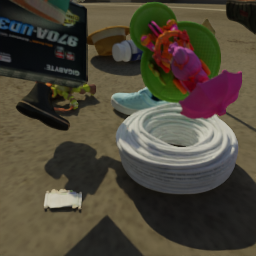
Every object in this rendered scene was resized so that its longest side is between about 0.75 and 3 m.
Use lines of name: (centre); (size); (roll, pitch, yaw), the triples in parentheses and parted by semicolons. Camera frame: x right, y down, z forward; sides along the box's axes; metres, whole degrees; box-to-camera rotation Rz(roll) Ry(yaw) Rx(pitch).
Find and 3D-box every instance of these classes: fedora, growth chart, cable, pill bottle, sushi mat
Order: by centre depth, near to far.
growth chart: (-1.270, 1.393, 5.491); (0.762, 0.068, 0.551); (0, 28, 0)
cable: (1.071, 0.365, 6.467); (2.719, 0.941, 2.718); (-8, 31, -14)
sushi mat: (2.530, -3.139, 9.804); (0.079, 1.308, 0.626); (-14, 73, -26)
pill bottle: (0.148, -3.880, 14.043); (1.749, 1.012, 1.012); (-17, 33, -28)
fedora: (-0.947, -4.466, 14.674); (2.564, 1.046, 2.564); (-13, 2, 1)

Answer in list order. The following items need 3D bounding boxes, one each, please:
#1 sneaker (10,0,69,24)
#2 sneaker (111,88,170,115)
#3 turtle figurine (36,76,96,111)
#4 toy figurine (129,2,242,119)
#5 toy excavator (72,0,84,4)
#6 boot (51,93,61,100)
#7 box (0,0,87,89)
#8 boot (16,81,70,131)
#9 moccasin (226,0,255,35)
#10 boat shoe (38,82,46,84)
sneaker: (-1.677, -2.476, 4.592); (0.735, 0.822, 2.058); (20, 5, 20)
sneaker: (0.536, -0.901, 8.648); (2.500, 1.024, 0.924); (18, 33, 29)
turtle figurine: (-2.144, -1.436, 9.735); (1.793, 0.716, 2.224); (-21, 45, -38)
toy figurine: (0.910, -0.945, 4.254); (1.500, 1.999, 1.840); (-38, 24, 11)
toy excavator: (-2.126, -3.397, 8.665); (1.802, 0.926, 1.853); (-34, 29, 31)
boot: (-2.605, -1.150, 9.840); (0.703, 0.306, 0.845); (-8, 27, -12)
box: (-2.015, -1.931, 5.818); (2.324, 1.847, 0.535); (6, -14, -32)
boot: (-1.185, -0.358, 4.283); (0.829, 0.321, 0.573); (27, 60, -5)
moccasin: (2.902, -2.471, 6.061); (0.808, 0.765, 2.093); (-15, 27, 1)
boat shoe: (-3.181, -2.180, 11.446); (0.592, 0.593, 1.685); (23, 28, 27)
